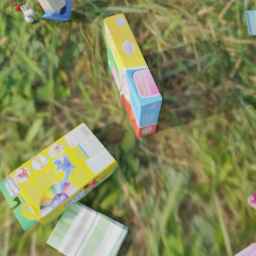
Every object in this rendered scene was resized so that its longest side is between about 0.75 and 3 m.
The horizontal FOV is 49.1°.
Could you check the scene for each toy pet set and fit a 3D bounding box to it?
[{"bbox_3d":[-2.564,-4.061,9.350,1.655,0.941,1.773,18,60,45],"label":"toy pet set"}]

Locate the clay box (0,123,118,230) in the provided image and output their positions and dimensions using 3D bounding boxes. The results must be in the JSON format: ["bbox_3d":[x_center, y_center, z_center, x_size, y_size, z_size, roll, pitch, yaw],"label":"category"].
[{"bbox_3d":[-1.702,1.196,6.994,2.573,0.612,1.478,-37,63,-13],"label":"clay box"}]

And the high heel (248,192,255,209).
[{"bbox_3d":[3.824,2.077,6.522,1.928,0.925,0.649,38,72,15],"label":"high heel"}]

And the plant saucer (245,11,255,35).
[{"bbox_3d":[4.142,-3.492,9.332,0.360,0.098,1.030,2,68,0],"label":"plant saucer"}]

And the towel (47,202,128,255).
[{"bbox_3d":[-0.966,2.578,6.682,1.628,0.250,1.215,25,69,10],"label":"towel"}]

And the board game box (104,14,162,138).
[{"bbox_3d":[0.075,-1.292,7.376,0.524,1.990,2.601,-18,68,-7],"label":"board game box"}]

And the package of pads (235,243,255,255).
[{"bbox_3d":[2.441,3.505,6.030,1.917,0.725,1.155,-28,73,-11],"label":"package of pads"}]
